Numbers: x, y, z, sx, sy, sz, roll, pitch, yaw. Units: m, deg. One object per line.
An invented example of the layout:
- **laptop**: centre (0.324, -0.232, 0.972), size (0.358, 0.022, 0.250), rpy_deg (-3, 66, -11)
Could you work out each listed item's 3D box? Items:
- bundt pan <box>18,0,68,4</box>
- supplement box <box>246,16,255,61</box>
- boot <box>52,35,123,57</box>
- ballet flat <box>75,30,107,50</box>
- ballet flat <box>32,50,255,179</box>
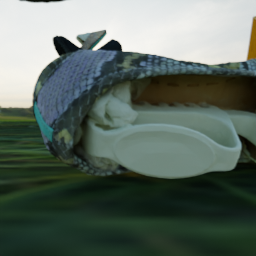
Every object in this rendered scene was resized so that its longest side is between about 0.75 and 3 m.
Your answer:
- **bundt pan**: centre (-2.289, -4.052, 7.566), size (2.127, 0.798, 2.127), rpy_deg (-5, 11, 1)
- **supplement box**: centre (3.943, -2.102, 6.693), size (1.875, 1.182, 0.690), rpy_deg (-7, 37, 2)
- **boot**: centre (-1.346, -2.822, 10.695), size (2.120, 2.523, 0.964), rpy_deg (-41, 10, -21)
- **ballet flat**: centre (-2.023, -3.364, 11.847), size (0.930, 2.766, 0.941), rpy_deg (40, -10, -12)
- **ballet flat**: centre (0.538, -0.010, 1.536), size (2.029, 0.730, 0.730), rpy_deg (-1, 2, -16)
